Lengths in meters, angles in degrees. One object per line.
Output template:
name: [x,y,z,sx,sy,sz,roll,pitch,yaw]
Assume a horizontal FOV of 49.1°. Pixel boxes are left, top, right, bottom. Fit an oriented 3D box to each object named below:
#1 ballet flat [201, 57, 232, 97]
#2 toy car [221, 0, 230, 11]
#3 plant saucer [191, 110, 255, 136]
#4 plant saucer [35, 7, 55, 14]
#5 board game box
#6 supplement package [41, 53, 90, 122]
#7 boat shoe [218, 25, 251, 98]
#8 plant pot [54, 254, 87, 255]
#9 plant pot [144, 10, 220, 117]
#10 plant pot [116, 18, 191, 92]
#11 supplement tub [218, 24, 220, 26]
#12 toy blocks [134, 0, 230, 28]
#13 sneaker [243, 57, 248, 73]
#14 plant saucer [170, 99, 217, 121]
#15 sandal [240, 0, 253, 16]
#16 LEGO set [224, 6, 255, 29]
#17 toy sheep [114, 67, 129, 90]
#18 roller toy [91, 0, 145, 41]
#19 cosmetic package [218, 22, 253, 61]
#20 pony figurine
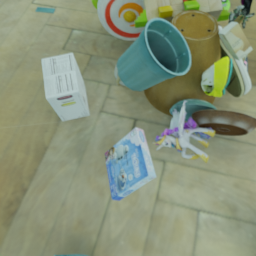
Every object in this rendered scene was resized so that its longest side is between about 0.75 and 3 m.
ballet flat: [2.211,-1.209,7.157,0.658,1.962,0.656,3,80,14]
toy car: [2.866,-3.960,9.816,2.007,2.133,0.476,-29,55,-16]
plant saucer: [2.689,-0.083,7.900,1.826,1.826,0.334,10,79,6]
plant saucer: [-3.512,-4.990,11.849,0.807,0.077,0.282,7,58,5]
board game box: [-0.010,0.853,6.556,0.275,1.260,1.266,20,43,-39]
supplement package: [-1.811,-1.140,8.306,0.915,1.651,1.286,-12,69,-1]
boat shoe: [3.345,-2.315,9.110,0.982,1.073,2.872,-12,65,-11]
plant pot: [-1.016,3.333,6.093,1.136,1.209,1.209,-1,57,-18]
plant pot: [1.772,-2.032,8.499,2.470,2.650,2.470,0,59,0]
plant pot: [0.547,-1.695,7.081,1.483,1.452,1.483,14,65,-33]
supplement tub: [2.945,-3.697,10.604,0.818,0.818,1.336,-38,66,-21]
toy blocks: [1.527,-4.152,8.476,2.885,1.442,1.972,-7,84,3]
sneaker: [3.756,-2.094,9.732,0.649,0.555,1.582,9,60,3]
plant saucer: [1.943,-0.520,8.188,1.429,1.429,0.257,9,73,5]
sandal: [3.478,-3.694,8.274,0.220,0.917,0.345,-40,50,-16]
LEGO set: [2.863,-2.790,7.512,0.856,1.318,0.373,-19,61,-17]
toy sheep: [-0.009,-1.786,9.180,0.984,1.427,0.984,0,93,-2]
roller toy: [0.143,-4.488,10.096,2.381,2.611,1.824,29,50,-32]
cosmetic package: [2.693,-2.167,7.018,0.450,0.855,0.304,-42,27,8]
pony figurine: [1.559,0.143,7.750,1.513,1.260,1.460,19,75,2]
